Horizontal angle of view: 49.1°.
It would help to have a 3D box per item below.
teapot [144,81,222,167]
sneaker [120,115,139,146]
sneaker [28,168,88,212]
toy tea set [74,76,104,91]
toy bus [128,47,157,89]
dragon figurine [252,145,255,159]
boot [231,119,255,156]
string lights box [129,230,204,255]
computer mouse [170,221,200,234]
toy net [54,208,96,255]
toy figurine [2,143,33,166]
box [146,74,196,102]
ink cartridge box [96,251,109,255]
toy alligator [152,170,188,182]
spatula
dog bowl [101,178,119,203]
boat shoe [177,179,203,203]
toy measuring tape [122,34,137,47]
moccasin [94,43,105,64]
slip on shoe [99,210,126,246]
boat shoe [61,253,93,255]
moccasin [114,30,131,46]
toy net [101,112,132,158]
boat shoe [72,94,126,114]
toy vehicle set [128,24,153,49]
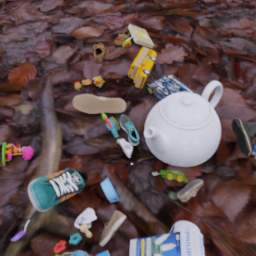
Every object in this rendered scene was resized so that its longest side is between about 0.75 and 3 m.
[{"bbox_3d":[1.986,-0.250,9.781,2.898,2.144,2.936,2,47,2],"label":"teapot"},{"bbox_3d":[0.100,0.043,10.190,0.468,0.550,1.207,-28,85,-15],"label":"sneaker"},{"bbox_3d":[-1.862,1.584,7.882,1.015,2.541,0.907,-29,86,6],"label":"sneaker"},{"bbox_3d":[-1.713,-1.918,12.489,1.352,0.500,0.804,-13,12,13],"label":"toy tea set"},{"bbox_3d":[0.665,-2.782,12.832,0.917,0.762,2.343,25,44,0],"label":"toy bus"},{"bbox_3d":[4.663,0.810,10.049,1.074,0.316,0.534,-8,48,-5],"label":"dragon figurine"},{"bbox_3d":[4.034,0.256,9.014,0.985,0.552,1.424,2,51,-3],"label":"boot"},{"bbox_3d":[0.912,3.193,6.905,1.899,0.560,0.976,-26,44,34],"label":"string lights box"},{"bbox_3d":[1.366,3.570,7.327,1.441,0.577,2.628,12,48,10],"label":"computer mouse"},{"bbox_3d":[-1.396,3.051,7.743,0.992,0.365,1.891,-12,27,16],"label":"toy net"},{"bbox_3d":[-3.875,0.860,9.905,0.971,0.792,1.055,-1,21,-19],"label":"toy figurine"},{"bbox_3d":[1.827,-1.580,12.184,1.384,0.401,1.742,-27,53,-23],"label":"box"},{"bbox_3d":[-1.267,4.209,5.856,2.540,1.870,1.837,-17,50,-16],"label":"ink cartridge box"},{"bbox_3d":[1.374,1.512,9.160,1.213,0.291,0.402,9,9,16],"label":"toy alligator"},{"bbox_3d":[-2.933,2.806,8.221,0.344,0.125,1.219,-13,33,45],"label":"spatula"},{"bbox_3d":[-0.558,1.929,8.503,0.286,1.155,0.644,-26,67,-8],"label":"dog bowl"},{"bbox_3d":[1.991,1.993,8.877,0.970,0.348,0.367,-33,19,-9],"label":"boat shoe"},{"bbox_3d":[0.121,-4.569,14.795,0.989,0.364,0.364,-32,44,22],"label":"toy measuring tape"},{"bbox_3d":[-1.481,-3.879,14.195,0.528,0.557,1.443,7,48,6],"label":"moccasin"},{"bbox_3d":[-0.501,2.779,7.765,0.354,1.170,0.445,38,22,12],"label":"slip on shoe"},{"bbox_3d":[-1.348,3.524,7.577,0.911,0.285,0.324,3,46,1],"label":"boat shoe"},{"bbox_3d":[-0.277,-4.877,15.121,0.517,0.545,1.412,30,54,25],"label":"moccasin"},{"bbox_3d":[-0.325,0.212,10.022,0.383,1.040,1.983,-30,51,-10],"label":"toy net"},{"bbox_3d":[-1.144,-0.909,11.299,2.129,0.690,0.766,2,87,2],"label":"boat shoe"},{"bbox_3d":[0.666,-4.946,15.106,1.038,0.221,1.670,10,42,-28],"label":"toy vehicle set"}]
